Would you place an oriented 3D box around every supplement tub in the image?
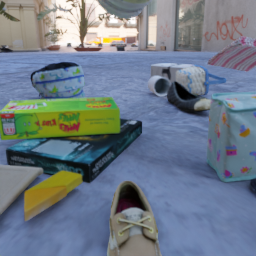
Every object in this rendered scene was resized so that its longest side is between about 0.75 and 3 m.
[{"bbox_3d":[0.106,-3.279,5.537,1.353,1.353,1.866,-9,-21,-26],"label":"supplement tub"}]

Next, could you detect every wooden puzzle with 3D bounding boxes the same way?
[{"bbox_3d":[-2.243,0.909,3.821,2.811,0.329,1.897,5,15,15],"label":"wooden puzzle"}]

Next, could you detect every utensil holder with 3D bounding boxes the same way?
[{"bbox_3d":[1.210,-1.670,11.065,0.728,0.728,0.857,-4,16,-12],"label":"utensil holder"}]

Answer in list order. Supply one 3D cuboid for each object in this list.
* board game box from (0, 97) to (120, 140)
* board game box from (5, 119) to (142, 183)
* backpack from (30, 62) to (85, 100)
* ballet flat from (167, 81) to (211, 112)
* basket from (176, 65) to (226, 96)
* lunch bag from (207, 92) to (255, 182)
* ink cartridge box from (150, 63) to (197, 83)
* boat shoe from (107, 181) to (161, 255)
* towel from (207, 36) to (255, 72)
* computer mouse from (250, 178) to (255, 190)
[{"bbox_3d":[-1.350,-0.239,5.786,2.216,0.528,1.126,-4,19,-10],"label":"board game box"},{"bbox_3d":[-0.910,0.252,5.714,1.694,0.353,2.505,7,20,21],"label":"board game box"},{"bbox_3d":[-2.286,-1.563,9.579,1.836,1.730,2.251,-9,-3,-24],"label":"backpack"},{"bbox_3d":[1.877,-0.989,8.967,0.810,0.692,2.437,-6,19,-18],"label":"ballet flat"},{"bbox_3d":[2.768,-1.880,10.960,1.638,1.139,1.444,-13,21,-11],"label":"basket"},{"bbox_3d":[2.175,0.085,4.617,1.550,1.321,0.945,-5,21,-5],"label":"lunch bag"},{"bbox_3d":[2.362,-2.842,14.432,1.979,0.829,1.436,15,23,39],"label":"ink cartridge box"},{"bbox_3d":[0.029,1.070,2.950,0.557,0.500,1.506,-3,18,-9],"label":"boat shoe"},{"bbox_3d":[2.387,-1.441,5.721,1.260,0.188,0.922,3,-18,-27],"label":"towel"},{"bbox_3d":[1.905,1.052,3.495,0.519,0.301,1.770,-14,10,14],"label":"computer mouse"}]
